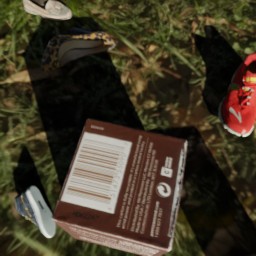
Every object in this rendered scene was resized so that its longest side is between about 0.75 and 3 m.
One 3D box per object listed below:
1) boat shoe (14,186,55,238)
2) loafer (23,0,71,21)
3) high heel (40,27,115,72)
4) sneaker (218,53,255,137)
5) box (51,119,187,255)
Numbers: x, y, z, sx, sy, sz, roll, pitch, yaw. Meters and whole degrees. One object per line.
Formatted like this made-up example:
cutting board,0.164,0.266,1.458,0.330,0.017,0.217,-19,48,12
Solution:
boat shoe,-2.466,2.294,7.409,0.642,0.500,1.415,-31,79,17
loafer,-3.240,-4.772,11.040,2.006,0.631,0.721,15,63,8
high heel,-1.714,-2.616,9.690,1.831,0.917,2.569,20,55,17
sneaker,3.633,-1.156,8.751,1.144,1.262,2.971,16,63,8
box,-0.091,1.535,6.494,2.224,2.708,2.247,12,63,6
